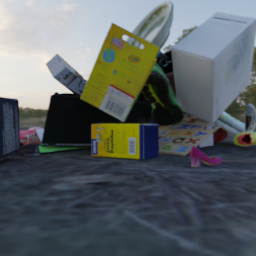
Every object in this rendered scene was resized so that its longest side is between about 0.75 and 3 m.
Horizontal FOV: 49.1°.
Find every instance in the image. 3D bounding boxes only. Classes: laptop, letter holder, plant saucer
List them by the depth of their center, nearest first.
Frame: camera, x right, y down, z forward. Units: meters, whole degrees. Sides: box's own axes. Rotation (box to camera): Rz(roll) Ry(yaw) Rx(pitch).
[{"bbox_3d":[0.613,-2.636,8.354,0.588,2.343,2.343,35,-15,-25],"label":"plant saucer"},{"bbox_3d":[-1.381,-0.298,9.111,2.802,1.734,2.992,3,12,-25],"label":"laptop"},{"bbox_3d":[1.555,-1.467,11.767,2.046,2.879,1.448,-24,48,-14],"label":"letter holder"}]

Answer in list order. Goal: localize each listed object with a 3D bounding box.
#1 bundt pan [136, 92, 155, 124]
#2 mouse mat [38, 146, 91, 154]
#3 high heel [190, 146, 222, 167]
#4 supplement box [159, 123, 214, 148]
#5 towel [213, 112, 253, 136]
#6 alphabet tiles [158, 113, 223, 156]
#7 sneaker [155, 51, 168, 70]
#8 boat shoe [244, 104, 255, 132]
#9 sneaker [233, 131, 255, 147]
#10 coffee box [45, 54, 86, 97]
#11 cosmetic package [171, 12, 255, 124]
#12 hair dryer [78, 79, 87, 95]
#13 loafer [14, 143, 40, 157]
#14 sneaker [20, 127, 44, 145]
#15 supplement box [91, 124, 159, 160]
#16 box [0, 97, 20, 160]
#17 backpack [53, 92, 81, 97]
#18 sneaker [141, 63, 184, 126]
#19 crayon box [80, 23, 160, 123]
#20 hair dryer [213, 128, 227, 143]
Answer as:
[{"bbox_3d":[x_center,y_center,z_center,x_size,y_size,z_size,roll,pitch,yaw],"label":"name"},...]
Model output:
[{"bbox_3d":[0.271,-1.295,9.976,2.786,2.786,1.046,1,44,28],"label":"bundt pan"},{"bbox_3d":[-2.484,0.642,8.686,1.836,0.086,2.282,1,0,33],"label":"mouse mat"},{"bbox_3d":[1.553,0.544,5.555,0.823,0.395,0.277,-1,1,-26],"label":"high heel"},{"bbox_3d":[2.039,0.167,10.280,0.982,0.961,1.900,-3,2,-43],"label":"supplement box"},{"bbox_3d":[3.671,-0.350,10.830,2.213,0.533,1.894,31,15,7],"label":"towel"},{"bbox_3d":[1.591,0.086,8.629,2.829,0.107,2.364,-31,20,-36],"label":"alphabet tiles"},{"bbox_3d":[1.031,-2.160,9.753,0.622,0.592,1.570,30,-10,12],"label":"sneaker"},{"bbox_3d":[3.806,-0.308,8.788,0.295,0.919,0.339,-21,31,-14],"label":"boat shoe"},{"bbox_3d":[3.807,0.356,9.139,0.596,0.515,1.319,-7,-7,-17],"label":"sneaker"},{"bbox_3d":[-2.171,-1.868,10.204,0.610,0.874,1.529,-39,-34,7],"label":"coffee box"},{"bbox_3d":[2.565,-1.793,8.343,1.394,2.260,2.268,30,61,37],"label":"cosmetic package"},{"bbox_3d":[-0.782,-0.589,9.727,1.790,2.350,0.639,-3,-25,-21],"label":"hair dryer"},{"bbox_3d":[-2.680,0.532,7.198,1.131,0.356,0.407,1,1,32],"label":"loafer"},{"bbox_3d":[-3.743,0.421,10.197,1.884,0.694,0.817,-4,17,-25],"label":"sneaker"},{"bbox_3d":[-0.084,0.303,6.918,1.493,0.818,0.813,0,1,31],"label":"supplement box"},{"bbox_3d":[-3.567,0.035,5.460,2.232,1.376,2.214,-2,2,-5],"label":"box"},{"bbox_3d":[-1.643,-0.470,12.052,2.854,2.148,2.533,0,0,7],"label":"backpack"},{"bbox_3d":[1.054,-0.961,8.387,0.940,1.027,2.410,-12,-44,16],"label":"sneaker"},{"bbox_3d":[-0.185,-1.320,6.820,1.288,2.030,0.515,29,26,2],"label":"crayon box"},{"bbox_3d":[3.511,0.383,12.438,2.885,0.784,2.197,8,-16,-33],"label":"hair dryer"}]
